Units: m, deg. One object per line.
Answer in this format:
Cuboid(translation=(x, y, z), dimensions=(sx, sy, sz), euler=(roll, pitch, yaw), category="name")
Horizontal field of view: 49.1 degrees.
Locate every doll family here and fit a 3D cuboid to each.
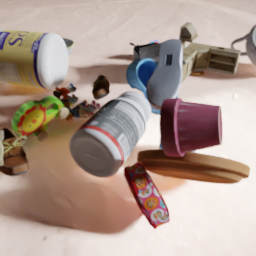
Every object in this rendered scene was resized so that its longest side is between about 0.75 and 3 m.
Cuboid(translation=(-1.829, -0.687, 9.256), dimensions=(1.721, 0.776, 1.068), euler=(35, 38, 15), category="doll family")

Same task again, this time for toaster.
Cuboid(translation=(1.204, -2.790, 11.633), dimensions=(1.810, 1.188, 2.002), euler=(-11, 37, -14), category="toaster")

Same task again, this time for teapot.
Cuboid(translation=(6.124, -3.331, 11.934), dimensions=(2.487, 1.840, 2.520), euler=(-27, 67, 3), category="teapot")

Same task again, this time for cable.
Cuboid(translation=(1.215, -2.655, 9.691), dimensions=(1.681, 0.582, 1.680), euler=(-17, 11, -12), category="cable")

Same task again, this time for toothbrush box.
Cuboid(translation=(1.274, 0.518, 7.388), dimensions=(0.432, 0.742, 1.013), euler=(-17, 38, -23), category="toothbrush box")

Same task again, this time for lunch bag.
Cuboid(translation=(0.349, 1.323, 5.748), dimensions=(0.509, 1.241, 1.093), euler=(-27, 18, -4), category="lunch bag")

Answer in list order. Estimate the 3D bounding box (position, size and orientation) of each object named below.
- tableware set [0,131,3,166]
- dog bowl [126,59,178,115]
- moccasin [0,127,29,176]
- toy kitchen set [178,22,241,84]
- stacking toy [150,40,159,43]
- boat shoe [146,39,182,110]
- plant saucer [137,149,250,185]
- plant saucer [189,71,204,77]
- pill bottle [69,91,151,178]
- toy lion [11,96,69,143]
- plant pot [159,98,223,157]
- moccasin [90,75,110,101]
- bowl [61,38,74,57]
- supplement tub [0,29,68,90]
Cuboid(translation=(-2.810, 0.173, 4.324), dimensions=(1.627, 1.359, 0.189), euler=(-20, -1, -13), category="tableware set")
Cuboid(translation=(0.767, -1.239, 8.324), dimensions=(1.053, 1.889, 0.468), euler=(-44, 16, -19), category="dog bowl")
Cuboid(translation=(-2.131, 0.391, 5.096), dimensions=(0.537, 0.566, 1.467), euler=(-5, 25, -26), category="moccasin")
Cuboid(translation=(2.241, -2.112, 7.915), dimensions=(1.577, 1.426, 1.748), euler=(18, 38, 22), category="toy kitchen set")
Cuboid(translation=(1.582, -3.386, 12.986), dimensions=(1.495, 0.821, 0.868), euler=(38, 46, 25), category="stacking toy")
Cuboid(translation=(0.917, -1.115, 6.275), dimensions=(0.744, 0.661, 2.023), euler=(7, 57, 21), category="boat shoe")
Cuboid(translation=(1.306, 0.871, 5.887), dimensions=(2.300, 2.300, 0.371), euler=(8, 77, 11), category="plant saucer")
Cuboid(translation=(2.879, -2.404, 11.998), dimensions=(0.753, 0.141, 0.753), euler=(0, 36, 0), category="plant saucer")
Cuboid(translation=(-0.345, 0.061, 7.454), dimensions=(1.409, 1.409, 2.433), euler=(15, 37, 20), category="pill bottle")
Cuboid(translation=(-2.467, -0.318, 7.740), dimensions=(0.500, 1.397, 1.458), euler=(33, 74, 22), category="toy lion")
Cuboid(translation=(1.013, -0.020, 4.366), dimensions=(0.839, 0.938, 0.938), euler=(-2, 33, 23), category="plant pot")
Cuboid(translation=(-0.867, -1.320, 8.785), dimensions=(0.588, 0.620, 1.607), euler=(-22, 22, 16), category="moccasin")
Cuboid(translation=(-3.337, -3.474, 12.898), dimensions=(1.767, 0.829, 1.767), euler=(1, 35, 0), category="bowl")
Cuboid(translation=(-3.966, -2.608, 10.616), dimensions=(2.850, 2.072, 2.072), euler=(8, 36, 10), category="supplement tub")
